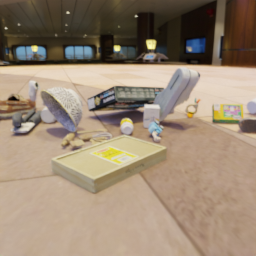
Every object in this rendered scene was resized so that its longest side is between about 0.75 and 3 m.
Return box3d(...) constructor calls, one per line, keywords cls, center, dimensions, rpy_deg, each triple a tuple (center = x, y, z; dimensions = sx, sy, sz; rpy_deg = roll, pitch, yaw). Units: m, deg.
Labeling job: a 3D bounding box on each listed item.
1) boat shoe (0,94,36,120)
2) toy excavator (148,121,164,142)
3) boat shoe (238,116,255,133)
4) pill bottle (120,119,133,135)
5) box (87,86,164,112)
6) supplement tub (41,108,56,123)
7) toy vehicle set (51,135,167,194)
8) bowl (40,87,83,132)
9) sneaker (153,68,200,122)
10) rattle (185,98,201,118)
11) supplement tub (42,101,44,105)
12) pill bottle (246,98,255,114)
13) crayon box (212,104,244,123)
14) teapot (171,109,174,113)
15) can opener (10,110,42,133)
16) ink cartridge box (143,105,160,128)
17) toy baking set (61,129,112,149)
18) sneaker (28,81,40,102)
box3d(cls="boat shoe", center=(-5.460, -1.189, 13.894), dimensions=(1.053, 0.999, 2.782), rpy_deg=(3, 17, 10))
box3d(cls="toy excavator", center=(0.989, 0.158, 10.304), dimensions=(0.792, 0.407, 0.814), rpy_deg=(47, 30, 18))
box3d(cls="boat shoe", center=(5.344, -0.159, 10.938), dimensions=(1.961, 0.742, 0.704), rpy_deg=(8, 18, 15))
box3d(cls="pill bottle", center=(-0.052, -0.034, 10.943), dimensions=(0.483, 0.483, 0.884), rpy_deg=(-1, 17, -3))
box3d(cls="box", center=(-0.083, -1.338, 13.129), dimensions=(2.932, 0.675, 2.331), rpy_deg=(-5, -6, -38))
box3d(cls="supplement tub", center=(-3.437, -0.652, 12.599), dimensions=(0.722, 0.722, 0.993), rpy_deg=(2, 17, 7))
box3d(cls="toy vehicle set", center=(-0.459, 0.891, 8.018), dimensions=(1.787, 0.381, 2.876), rpy_deg=(15, 22, 41))
box3d(cls="bowl", center=(-2.373, -0.877, 10.833), dimensions=(0.931, 1.983, 1.983), rpy_deg=(-42, 36, -24))
box3d(cls="sneaker", center=(1.994, -1.243, 11.791), dimensions=(1.060, 2.994, 1.093), rpy_deg=(4, 55, -24))
box3d(cls="rattle", center=(3.112, -0.973, 13.347), dimensions=(0.593, 0.911, 0.651), rpy_deg=(47, 23, 13))
box3d(cls="supplement tub", center=(-4.557, -1.640, 16.171), dimensions=(0.779, 0.566, 0.566), rpy_deg=(-6, 18, -20))
box3d(cls="pill bottle", center=(6.554, -1.131, 13.855), dimensions=(1.332, 0.771, 0.771), rpy_deg=(-13, 21, -28))
box3d(cls="crayon box", center=(4.397, -0.640, 12.378), dimensions=(1.284, 0.763, 0.374), rpy_deg=(2, -19, 6))
box3d(cls="teapot", center=(1.960, -1.154, 14.243), dimensions=(0.894, 0.653, 0.883), rpy_deg=(9, 11, 25))
box3d(cls="can opener", center=(-4.144, -0.423, 11.610), dimensions=(0.668, 0.837, 2.505), rpy_deg=(2, 20, -1))
box3d(cls="ink cartridge box", center=(0.979, -0.474, 11.743), dimensions=(0.628, 0.869, 0.639), rpy_deg=(2, 17, 1))
box3d(cls="toy baking set", center=(-1.427, 0.403, 9.957), dimensions=(1.630, 0.247, 2.124), rpy_deg=(3, 15, 1))
box3d(cls="sneaker", center=(-4.688, -1.821, 14.041), dimensions=(0.600, 1.038, 0.382), rpy_deg=(11, 19, 41))
